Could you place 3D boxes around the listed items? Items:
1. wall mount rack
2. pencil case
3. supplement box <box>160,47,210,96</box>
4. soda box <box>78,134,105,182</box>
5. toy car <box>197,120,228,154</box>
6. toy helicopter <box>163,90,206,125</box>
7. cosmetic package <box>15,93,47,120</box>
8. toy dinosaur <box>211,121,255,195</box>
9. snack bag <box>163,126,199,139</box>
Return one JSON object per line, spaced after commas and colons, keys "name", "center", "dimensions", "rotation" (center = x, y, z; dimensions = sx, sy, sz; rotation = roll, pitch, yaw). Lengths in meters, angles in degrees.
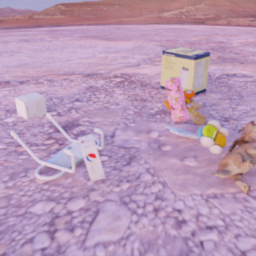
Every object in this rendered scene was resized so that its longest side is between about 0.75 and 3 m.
{"name": "wall mount rack", "center": [-2.123, 0.452, 8.699], "dimensions": [2.319, 0.995, 2.669], "rotation": [13, 28, 24]}
{"name": "pencil case", "center": [1.571, -0.915, 9.052], "dimensions": [0.609, 1.470, 0.636], "rotation": [-13, -1, -22]}
{"name": "supplement box", "center": [2.890, -2.920, 14.419], "dimensions": [1.372, 2.042, 2.044], "rotation": [-23, 34, -39]}
{"name": "soda box", "center": [-0.959, 0.809, 7.406], "dimensions": [0.394, 1.238, 0.421], "rotation": [-16, 32, -9]}
{"name": "toy car", "center": [2.487, 0.278, 8.444], "dimensions": [0.717, 0.956, 0.837], "rotation": [-3, 55, 59]}
{"name": "toy helicopter", "center": [2.370, -0.735, 11.381], "dimensions": [1.446, 0.863, 2.187], "rotation": [-8, 32, -16]}
{"name": "cosmetic package", "center": [-4.079, -0.932, 11.763], "dimensions": [0.791, 0.796, 0.952], "rotation": [24, 36, 38]}
{"name": "toy dinosaur", "center": [3.125, 0.874, 7.900], "dimensions": [2.436, 1.046, 1.651], "rotation": [-27, 23, -15]}
{"name": "snack bag", "center": [1.834, 0.148, 9.901], "dimensions": [0.943, 0.107, 1.001], "rotation": [10, 12, -30]}
